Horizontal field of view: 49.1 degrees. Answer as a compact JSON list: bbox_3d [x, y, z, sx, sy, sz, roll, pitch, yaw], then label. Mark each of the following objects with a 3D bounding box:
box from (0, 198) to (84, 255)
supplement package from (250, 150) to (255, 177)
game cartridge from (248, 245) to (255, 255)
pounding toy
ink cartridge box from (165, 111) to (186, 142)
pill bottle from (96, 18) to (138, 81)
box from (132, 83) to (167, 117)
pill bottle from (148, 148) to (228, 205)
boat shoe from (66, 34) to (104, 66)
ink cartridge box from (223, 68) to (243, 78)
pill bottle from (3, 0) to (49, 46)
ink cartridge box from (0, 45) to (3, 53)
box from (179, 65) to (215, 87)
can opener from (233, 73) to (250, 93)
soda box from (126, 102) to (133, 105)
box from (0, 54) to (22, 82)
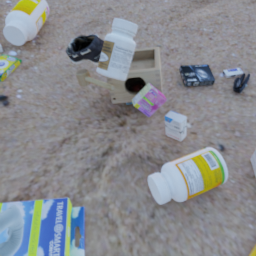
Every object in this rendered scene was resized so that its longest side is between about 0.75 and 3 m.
[{"bbox_3d":[-2.595,2.780,7.060,2.911,0.694,1.775,-5,51,-3],"label":"box"},{"bbox_3d":[4.487,1.359,8.091,1.271,0.905,1.632,1,51,2],"label":"supplement package"},{"bbox_3d":[3.777,3.576,6.672,1.809,0.293,1.595,39,60,25],"label":"game cartridge"},{"bbox_3d":[-0.274,-1.517,9.581,2.831,1.295,2.488,-5,39,8],"label":"pounding toy"},{"bbox_3d":[1.561,-0.053,9.171,0.626,0.858,0.361,25,54,32],"label":"ink cartridge box"},{"bbox_3d":[-0.277,-2.178,7.842,0.884,1.546,0.884,16,13,-4],"label":"pill bottle"},{"bbox_3d":[0.661,-0.874,8.875,0.812,0.714,0.392,-43,32,20],"label":"box"},{"bbox_3d":[1.641,1.392,7.907,2.034,1.130,1.130,-19,52,-14],"label":"pill bottle"},{"bbox_3d":[-1.511,-2.685,9.420,1.022,0.834,2.765,-55,38,-3],"label":"boat shoe"},{"bbox_3d":[4.374,-2.293,11.676,0.753,0.148,0.374,-10,51,-7],"label":"ink cartridge box"},{"bbox_3d":[-4.798,-5.062,13.154,1.425,1.425,2.733,6,49,5],"label":"pill bottle"},{"bbox_3d":[-6.706,-3.481,12.547,1.942,0.360,0.919,-23,54,-21],"label":"ink cartridge box"},{"bbox_3d":[2.773,-2.127,11.326,1.219,0.265,0.976,-3,54,-7],"label":"box"},{"bbox_3d":[4.543,-1.814,11.094,0.454,0.563,1.433,24,45,29],"label":"can opener"},{"bbox_3d":[0.519,-1.273,10.568,1.344,0.460,0.427,-11,36,-9],"label":"soda box"},{"bbox_3d":[-5.240,-2.597,11.806,0.853,0.352,1.455,17,50,13],"label":"box"}]
